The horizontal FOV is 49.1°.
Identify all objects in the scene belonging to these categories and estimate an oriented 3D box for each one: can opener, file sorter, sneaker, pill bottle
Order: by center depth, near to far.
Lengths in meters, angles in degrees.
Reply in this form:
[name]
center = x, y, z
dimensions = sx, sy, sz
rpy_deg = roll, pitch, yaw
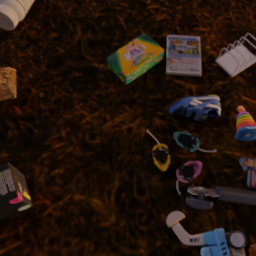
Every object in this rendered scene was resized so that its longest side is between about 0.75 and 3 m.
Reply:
[can opener]
center = 3.207, 2.455, 9.594
dimensions = 2.426, 0.647, 0.811
rpy_deg = 8, 98, 3
[sneaker]
center = 2.621, -0.714, 10.878
dimensions = 2.089, 0.773, 0.859
rpy_deg = -7, 67, -3
[file sorter]
center = 4.755, -3.130, 11.892
dimensions = 1.530, 0.953, 1.061
rpy_deg = -32, 70, -15
[pill bottle]
center = -5.252, -5.832, 12.907
dimensions = 1.377, 1.377, 2.514
rpy_deg = 14, 66, 7

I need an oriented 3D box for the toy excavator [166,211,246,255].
[toy excavator]
center = 2.447, 3.630, 8.772
dimensions = 2.227, 1.112, 2.165
rpy_deg = -10, 64, 5

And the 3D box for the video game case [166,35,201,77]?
[video game case]
center = 2.441, -3.208, 12.347
dimensions = 1.489, 0.187, 2.079
rpy_deg = 4, 65, 2

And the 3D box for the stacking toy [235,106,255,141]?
[stacking toy]
center = 4.475, -0.292, 10.778
dimensions = 0.839, 0.794, 1.446
rpy_deg = 0, 53, 3

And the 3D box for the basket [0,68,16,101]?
[basket]
center = -5.576, -1.950, 11.071
dimensions = 1.954, 1.394, 1.455
rpy_deg = -9, 65, -4

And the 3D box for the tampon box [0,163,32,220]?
[tampon box]
center = -4.404, 2.257, 9.071
dimensions = 1.982, 1.486, 1.251
rpy_deg = -22, 67, -10

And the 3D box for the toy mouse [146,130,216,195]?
[toy mouse]
center = 2.034, 1.059, 10.110
dimensions = 2.238, 0.487, 2.518
rpy_deg = -13, 71, 0

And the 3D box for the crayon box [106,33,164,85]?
[crayon box]
center = 0.315, -2.963, 11.976
dimensions = 2.166, 0.631, 1.286
rpy_deg = -37, 70, -16

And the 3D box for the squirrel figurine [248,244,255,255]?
[squirrel figurine]
center = 4.154, 4.208, 8.694
dimensions = 1.029, 0.780, 1.103
rpy_deg = -20, 52, 2

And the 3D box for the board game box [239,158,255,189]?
[board game box]
center = 4.636, 1.576, 9.997
dimensions = 1.313, 0.405, 1.313
rpy_deg = 12, 66, 7
